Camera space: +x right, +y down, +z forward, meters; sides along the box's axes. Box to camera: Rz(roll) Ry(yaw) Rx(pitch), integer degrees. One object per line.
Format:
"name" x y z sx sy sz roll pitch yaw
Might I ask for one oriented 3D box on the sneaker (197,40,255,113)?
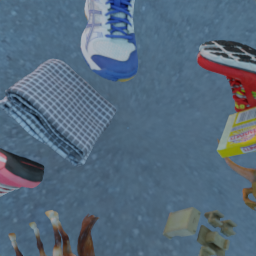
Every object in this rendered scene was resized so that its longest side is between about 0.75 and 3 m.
"sneaker" 2.508 -0.837 5.701 2.913 1.122 1.237 14 123 -26

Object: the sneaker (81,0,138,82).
"sneaker" -0.363 -2.239 5.506 1.075 1.259 2.856 -1 57 -19

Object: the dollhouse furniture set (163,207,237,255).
"dollhouse furniture set" 1.548 2.350 6.097 1.261 0.838 1.105 37 53 -9

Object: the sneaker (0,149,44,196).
"sneaker" -2.736 1.089 5.827 2.772 1.022 1.202 3 69 42

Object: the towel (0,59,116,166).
"towel" -1.355 -0.391 6.004 2.055 1.702 0.879 42 127 -12

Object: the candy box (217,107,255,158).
"candy box" 2.713 -0.125 4.923 0.292 2.212 1.130 49 48 -19

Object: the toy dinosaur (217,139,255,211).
"toy dinosaur" 2.641 1.035 5.707 2.068 0.625 1.098 15 53 33

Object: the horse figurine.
"horse figurine" -1.357 2.443 5.095 2.537 0.633 1.681 -35 74 35
